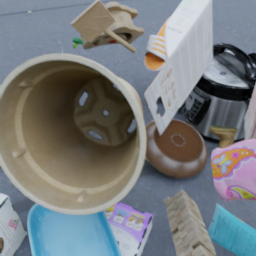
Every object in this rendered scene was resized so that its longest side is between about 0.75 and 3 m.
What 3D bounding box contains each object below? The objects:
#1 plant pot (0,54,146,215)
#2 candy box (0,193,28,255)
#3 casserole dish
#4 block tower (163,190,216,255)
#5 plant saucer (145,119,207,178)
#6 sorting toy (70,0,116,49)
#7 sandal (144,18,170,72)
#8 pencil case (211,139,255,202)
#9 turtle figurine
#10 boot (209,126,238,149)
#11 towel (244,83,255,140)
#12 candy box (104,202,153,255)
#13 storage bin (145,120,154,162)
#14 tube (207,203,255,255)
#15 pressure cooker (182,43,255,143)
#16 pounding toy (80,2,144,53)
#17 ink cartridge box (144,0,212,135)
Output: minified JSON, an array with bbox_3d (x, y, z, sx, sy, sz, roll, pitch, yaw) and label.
[{"bbox_3d":[-0.785,-0.111,5.731,2.737,2.737,2.506,10,17,11],"label":"plant pot"},{"bbox_3d":[-3.144,2.565,5.771,0.728,1.708,2.036,14,44,15],"label":"candy box"},{"bbox_3d":[-1.145,2.436,5.919,1.636,0.524,2.701,-19,46,-16],"label":"casserole dish"},{"bbox_3d":[1.138,1.926,5.217,0.542,0.506,1.873,-43,19,13],"label":"block tower"},{"bbox_3d":[1.450,0.461,8.389,2.126,0.389,2.126,8,50,-10],"label":"plant saucer"},{"bbox_3d":[-0.892,-2.191,6.071,1.135,0.839,0.167,-36,67,13],"label":"sorting toy"},{"bbox_3d":[1.116,-3.003,9.464,0.875,0.654,2.283,19,79,27],"label":"sandal"},{"bbox_3d":[2.097,0.459,3.630,1.963,0.858,0.858,-20,31,34],"label":"pencil case"},{"bbox_3d":[1.494,-1.368,10.691,1.736,0.874,1.299,39,68,16],"label":"turtle figurine"},{"bbox_3d":[2.215,0.483,6.674,0.893,1.020,0.337,5,11,-27],"label":"boot"},{"bbox_3d":[2.962,-0.374,6.584,0.210,1.247,1.305,12,39,14],"label":"towel"},{"bbox_3d":[-0.367,2.623,6.529,1.413,0.602,1.684,16,45,17],"label":"candy box"},{"bbox_3d":[1.103,0.498,8.788,1.449,0.679,1.439,32,52,30],"label":"storage bin"},{"bbox_3d":[2.219,2.106,4.859,0.485,0.745,1.925,12,8,-41],"label":"tube"},{"bbox_3d":[3.174,-1.246,9.087,2.496,2.838,2.535,19,46,19],"label":"pressure cooker"},{"bbox_3d":[-0.567,-2.752,8.663,1.570,1.575,2.745,-19,0,32],"label":"pounding toy"},{"bbox_3d":[1.165,-1.470,7.006,0.702,2.255,2.803,31,78,27],"label":"ink cartridge box"}]
